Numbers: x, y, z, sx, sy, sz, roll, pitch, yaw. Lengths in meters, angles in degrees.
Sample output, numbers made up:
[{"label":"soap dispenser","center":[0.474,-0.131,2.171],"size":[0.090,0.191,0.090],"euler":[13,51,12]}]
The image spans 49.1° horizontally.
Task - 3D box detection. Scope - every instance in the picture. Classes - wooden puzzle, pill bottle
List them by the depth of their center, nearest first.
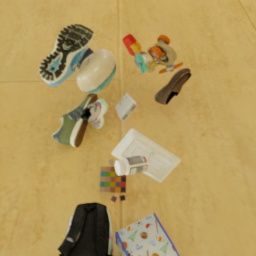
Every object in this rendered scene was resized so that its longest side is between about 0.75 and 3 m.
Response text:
[{"label":"pill bottle","center":[0.093,1.041,7.756],"size":[0.853,0.486,0.486],"euler":[-7,52,-24]},{"label":"wooden puzzle","center":[-0.513,1.771,9.489],"size":[0.900,0.107,1.518],"euler":[1,63,1]}]

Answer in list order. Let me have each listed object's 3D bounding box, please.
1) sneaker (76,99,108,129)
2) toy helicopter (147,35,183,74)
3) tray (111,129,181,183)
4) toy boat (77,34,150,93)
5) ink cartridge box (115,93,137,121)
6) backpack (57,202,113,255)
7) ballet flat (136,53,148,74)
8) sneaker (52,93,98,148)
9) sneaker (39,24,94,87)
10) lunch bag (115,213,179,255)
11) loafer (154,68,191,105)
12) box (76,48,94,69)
[{"label":"sneaker","center":[-1.433,-0.390,10.473],"size":[1.093,1.563,0.607],"euler":[-23,60,-30]},{"label":"toy helicopter","center":[1.298,-2.706,11.436],"size":[1.418,2.144,0.846],"euler":[38,70,-11]},{"label":"tray","center":[0.621,0.989,9.049],"size":[2.115,1.136,0.235],"euler":[33,17,-20]},{"label":"toy boat","center":[-0.635,-2.308,10.771],"size":[2.905,1.350,2.442],"euler":[-27,32,22]},{"label":"ink cartridge box","center":[-0.104,-0.859,11.361],"size":[0.267,0.863,1.065],"euler":[32,18,-27]},{"label":"backpack","center":[-1.172,3.192,8.187],"size":[1.612,1.223,1.932],"euler":[8,52,-9]},{"label":"ballet flat","center":[0.514,-2.372,10.055],"size":[0.314,0.893,0.301],"euler":[-36,46,-13]},{"label":"sneaker","center":[-2.127,-0.431,11.058],"size":[1.166,0.871,2.597],"euler":[8,54,14]},{"label":"sneaker","center":[-2.335,-2.748,10.703],"size":[1.114,1.279,2.843],"euler":[33,73,4]},{"label":"lunch bag","center":[0.575,3.587,8.030],"size":[1.410,1.027,1.659],"euler":[-23,50,-18]},{"label":"loafer","center":[1.948,-1.603,11.421],"size":[1.888,0.689,0.670],"euler":[-47,55,6]},{"label":"box","center":[-1.697,-2.838,12.282],"size":[0.932,0.940,0.579],"euler":[-40,59,11]}]
